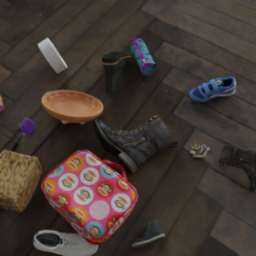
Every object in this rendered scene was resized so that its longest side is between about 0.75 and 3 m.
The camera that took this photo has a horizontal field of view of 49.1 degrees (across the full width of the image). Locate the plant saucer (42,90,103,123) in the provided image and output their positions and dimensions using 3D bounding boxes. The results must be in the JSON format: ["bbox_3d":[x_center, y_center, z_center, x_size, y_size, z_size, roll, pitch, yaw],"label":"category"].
[{"bbox_3d":[-2.226,-0.837,11.229,2.405,0.450,2.405,10,28,-5],"label":"plant saucer"}]

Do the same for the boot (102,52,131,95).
[{"bbox_3d":[-0.546,-2.512,12.519,0.893,1.596,2.307,11,25,22],"label":"boot"}]

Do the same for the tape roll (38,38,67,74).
[{"bbox_3d":[-3.324,-3.161,12.377,0.523,1.497,1.497,-33,67,-2],"label":"tape roll"}]

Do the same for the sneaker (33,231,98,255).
[{"bbox_3d":[-2.064,3.814,9.149,2.140,0.757,0.781,5,62,-4],"label":"sneaker"}]

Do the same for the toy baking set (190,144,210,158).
[{"bbox_3d":[2.850,0.914,11.081,0.781,0.091,0.599,6,63,3],"label":"toy baking set"}]

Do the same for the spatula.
[{"bbox_3d":[-4.358,0.484,11.217,0.538,0.196,1.903,35,68,-23],"label":"spatula"}]

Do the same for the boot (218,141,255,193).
[{"bbox_3d":[4.182,1.432,10.509,1.531,0.609,1.758,7,90,25],"label":"boot"}]

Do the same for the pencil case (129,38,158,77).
[{"bbox_3d":[0.670,-3.230,12.777,0.776,0.843,1.825,-28,58,9],"label":"pencil case"}]

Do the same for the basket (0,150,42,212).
[{"bbox_3d":[-4.047,1.891,9.860,1.348,1.292,1.810,11,52,6],"label":"basket"}]

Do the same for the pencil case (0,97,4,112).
[{"bbox_3d":[-5.722,-1.262,11.948,0.589,0.589,1.333,-22,62,-11],"label":"pencil case"}]

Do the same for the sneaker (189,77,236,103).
[{"bbox_3d":[3.617,-1.691,11.997,2.078,0.855,0.768,-16,62,-2],"label":"sneaker"}]

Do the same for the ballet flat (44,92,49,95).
[{"bbox_3d":[-3.180,-1.413,12.085,0.892,0.315,0.315,8,60,-22],"label":"ballet flat"}]

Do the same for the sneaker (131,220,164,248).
[{"bbox_3d":[0.591,3.607,9.530,1.166,0.436,0.619,-14,57,-16],"label":"sneaker"}]

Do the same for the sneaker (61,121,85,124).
[{"bbox_3d":[-2.165,-0.357,11.580,1.073,0.395,0.620,-31,63,-16],"label":"sneaker"}]

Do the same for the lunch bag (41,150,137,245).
[{"bbox_3d":[-1.200,2.167,9.716,2.940,1.204,2.590,38,60,18],"label":"lunch bag"}]

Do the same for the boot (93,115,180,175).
[{"bbox_3d":[0.283,0.244,11.058,2.500,0.994,2.872,-36,73,-22],"label":"boot"}]
